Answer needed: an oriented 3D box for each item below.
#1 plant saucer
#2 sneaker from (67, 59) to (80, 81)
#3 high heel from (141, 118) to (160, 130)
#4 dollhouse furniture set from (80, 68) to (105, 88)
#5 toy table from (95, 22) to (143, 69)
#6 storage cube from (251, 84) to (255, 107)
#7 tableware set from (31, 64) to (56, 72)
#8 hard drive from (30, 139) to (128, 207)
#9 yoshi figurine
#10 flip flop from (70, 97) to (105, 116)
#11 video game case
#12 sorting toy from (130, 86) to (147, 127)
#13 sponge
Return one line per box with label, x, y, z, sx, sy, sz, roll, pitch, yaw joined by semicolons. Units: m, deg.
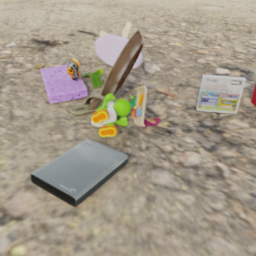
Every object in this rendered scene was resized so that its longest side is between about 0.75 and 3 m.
plant saucer;-0.144;-2.403;11.021;0.465;2.900;2.900;31;39;-2
sneaker;-2.333;-2.349;11.705;0.506;1.293;0.499;33;65;9
high heel;0.817;-0.254;9.659;0.300;0.427;0.889;37;47;29
dollhouse furniture set;-1.646;-2.390;13.376;0.880;0.680;1.761;-19;20;-14
toy table;-0.436;-4.141;14.313;2.472;2.273;1.448;28;38;-25
storage cube;5.948;-1.362;10.822;1.488;1.565;1.741;-5;35;-7
tableware set;-4.313;-3.143;14.430;1.239;0.248;0.819;15;38;20
hard drive;-1.318;1.177;8.012;1.633;0.385;2.339;20;33;27
yoshi figurine;-0.483;-0.549;10.023;1.231;1.236;2.199;24;23;-2
flip flop;-1.491;-0.948;11.138;1.735;0.499;0.703;-17;39;-25
video game case;3.448;-1.247;10.510;1.545;1.407;0.170;5;28;1
sorting toy;0.289;-0.709;9.431;0.253;1.270;1.718;2;3;-11
sponge;-2.963;-2.076;12.678;1.625;0.434;2.912;-13;37;-16
